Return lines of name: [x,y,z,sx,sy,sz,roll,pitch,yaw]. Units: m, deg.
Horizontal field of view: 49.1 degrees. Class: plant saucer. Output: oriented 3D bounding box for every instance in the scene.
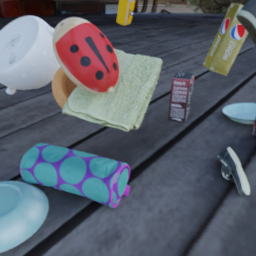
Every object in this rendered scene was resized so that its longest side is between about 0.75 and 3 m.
plant saucer: [4.377,-0.469,10.126,1.849,0.356,1.849,-5,22,2]
plant saucer: [-1.112,-0.969,6.773,1.413,1.413,0.264,-20,-2,-32]
plant saucer: [-2.856,1.734,6.052,2.173,0.418,2.173,1,28,0]

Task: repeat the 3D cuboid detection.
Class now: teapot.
teapot: [-2.847,-2.041,8.448,2.355,1.720,2.325,21,76,34]

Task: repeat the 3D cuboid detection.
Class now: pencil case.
pencil case: [-1.230,1.070,6.601,2.456,1.135,1.045,12,62,19]

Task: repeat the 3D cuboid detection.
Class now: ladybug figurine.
ladybug figurine: [-0.741,-1.403,5.353,1.132,1.668,0.600,-38,5,-27]

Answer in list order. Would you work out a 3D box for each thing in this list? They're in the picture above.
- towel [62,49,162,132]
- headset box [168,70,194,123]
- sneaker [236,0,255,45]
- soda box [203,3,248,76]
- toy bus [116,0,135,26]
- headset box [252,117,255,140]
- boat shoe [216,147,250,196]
towel: [-0.245,-0.939,6.169,1.694,0.417,2.283,15,53,15]
headset box: [1.470,-0.918,7.697,0.511,1.322,0.984,8,22,16]
sneaker: [3.336,-2.447,6.504,1.777,0.944,0.665,28,16,-40]
soda box: [3.009,-2.615,8.386,0.627,1.957,0.663,15,25,-11]
toy bus: [-0.065,-4.340,9.906,0.411,1.264,0.495,34,45,24]
headset box: [4.364,0.017,8.433,0.629,1.212,1.629,1,27,1]
boat shoe: [2.679,1.160,7.181,0.525,0.557,1.552,-32,29,20]
